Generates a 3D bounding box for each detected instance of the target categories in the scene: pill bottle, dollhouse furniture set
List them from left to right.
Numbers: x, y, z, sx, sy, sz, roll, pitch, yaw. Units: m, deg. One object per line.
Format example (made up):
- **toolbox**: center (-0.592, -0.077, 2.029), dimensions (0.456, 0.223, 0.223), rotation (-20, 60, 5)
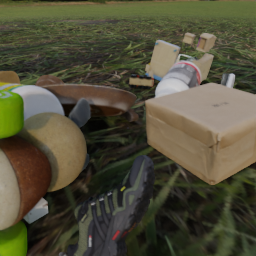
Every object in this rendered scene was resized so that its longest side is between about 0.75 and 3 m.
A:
- **pill bottle**: center (-2.926, -0.216, 6.275), dimensions (2.856, 1.611, 1.611), rotation (10, 27, 35)
- **pill bottle**: center (1.519, -1.199, 8.755), dimensions (1.113, 1.113, 2.010), rotation (12, 40, 23)
- **dollhouse furniture set**: center (2.108, -3.013, 11.392), dimensions (2.346, 2.215, 1.531), rotation (26, 34, 21)

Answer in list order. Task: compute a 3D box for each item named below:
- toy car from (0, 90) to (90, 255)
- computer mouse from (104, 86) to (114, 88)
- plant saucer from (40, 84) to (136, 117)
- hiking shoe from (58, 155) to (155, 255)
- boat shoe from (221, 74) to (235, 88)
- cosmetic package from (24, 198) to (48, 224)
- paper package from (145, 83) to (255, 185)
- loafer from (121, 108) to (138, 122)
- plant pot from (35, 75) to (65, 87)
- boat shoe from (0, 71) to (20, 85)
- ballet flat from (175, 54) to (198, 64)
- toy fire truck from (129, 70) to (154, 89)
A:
- **toy car**: center (-1.643, 0.363, 4.730), dimensions (2.251, 2.344, 2.853), rotation (16, 21, 29)
- **computer mouse**: center (-0.789, -1.410, 10.354), dimensions (0.691, 0.263, 0.998), rotation (-1, 26, -5)
- **plant saucer**: center (-1.144, -0.631, 7.369), dimensions (2.726, 0.437, 2.726), rotation (2, -6, 0)
- **hiking shoe**: center (-0.283, 1.084, 3.769), dimensions (0.888, 0.668, 1.765), rotation (21, 73, 22)
- **boat shoe**: center (3.044, -1.173, 8.909), dimensions (0.417, 1.175, 0.424), rotation (16, -7, 32)
- **cosmetic package**: center (-1.761, 1.295, 4.881), dimensions (0.754, 0.279, 0.384), rotation (25, 36, 38)
- **paper package**: center (1.939, -0.064, 6.538), dimensions (2.387, 1.235, 2.275), rotation (-18, 32, -30)
- **loafer**: center (0.019, -0.439, 8.389), dimensions (0.330, 0.340, 0.930), rotation (-2, 30, -26)
- **plant pot**: center (-2.551, -0.956, 8.714), dimensions (1.050, 1.050, 1.040), rotation (3, 35, 5)
- **boat shoe**: center (-3.527, -0.798, 8.535), dimensions (0.848, 0.795, 2.299), rotation (-8, 48, -20)
- **ballet flat**: center (2.171, -2.974, 12.903), dimensions (2.392, 0.860, 0.860), rotation (-7, 27, -13)
- **toy fire truck**: center (0.625, -1.949, 11.142), dimensions (0.902, 0.659, 1.025), rotation (8, 16, 18)
